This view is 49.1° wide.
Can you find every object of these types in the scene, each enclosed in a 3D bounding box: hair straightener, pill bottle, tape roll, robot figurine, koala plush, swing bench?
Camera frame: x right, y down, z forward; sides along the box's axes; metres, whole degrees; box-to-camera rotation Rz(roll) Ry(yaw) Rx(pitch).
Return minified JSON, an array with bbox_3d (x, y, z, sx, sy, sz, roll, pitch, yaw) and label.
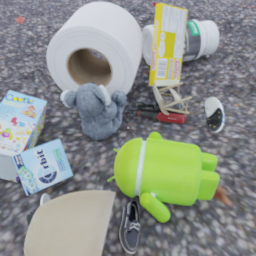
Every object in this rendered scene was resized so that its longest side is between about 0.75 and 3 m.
[{"bbox_3d":[0.893,-0.551,9.578,2.113,0.432,0.813,2,36,4],"label":"hair straightener"},{"bbox_3d":[2.180,-3.648,11.889,2.955,1.671,1.671,-13,44,-14],"label":"pill bottle"},{"bbox_3d":[-1.057,-2.548,9.806,2.996,2.996,2.057,8,43,8],"label":"tape roll"},{"bbox_3d":[0.834,1.059,6.928,2.595,1.501,2.277,7,45,4],"label":"robot figurine"},{"bbox_3d":[-1.000,-0.661,8.345,1.631,1.839,1.690,-1,68,11],"label":"koala plush"},{"bbox_3d":[1.411,-0.966,9.275,1.060,0.688,1.054,-5,39,-6],"label":"swing bench"}]

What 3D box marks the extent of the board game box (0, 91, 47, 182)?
[{"bbox_3d":[-3.277,0.193,7.996,1.186,1.165,2.261,17,44,-8],"label":"board game box"}]

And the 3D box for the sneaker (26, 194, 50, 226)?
[{"bbox_3d":[-2.146,1.963,6.668,0.477,0.340,0.961,-29,26,8],"label":"sneaker"}]

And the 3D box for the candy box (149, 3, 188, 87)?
[{"bbox_3d":[1.425,-2.855,9.984,1.397,2.734,0.361,-8,18,-43],"label":"candy box"}]

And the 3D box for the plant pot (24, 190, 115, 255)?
[{"bbox_3d":[-1.120,2.076,5.303,1.359,2.024,2.024,13,44,2],"label":"plant pot"}]

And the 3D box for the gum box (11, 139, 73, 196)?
[{"bbox_3d":[-2.117,0.956,6.983,1.196,1.016,0.266,-21,5,-28],"label":"gum box"}]

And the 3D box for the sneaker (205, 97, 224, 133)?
[{"bbox_3d":[2.875,-0.379,9.152,0.622,0.627,1.731,-28,27,27],"label":"sneaker"}]

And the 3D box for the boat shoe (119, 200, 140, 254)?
[{"bbox_3d":[0.074,2.246,6.502,0.452,0.390,1.243,16,40,-12],"label":"boat shoe"}]
